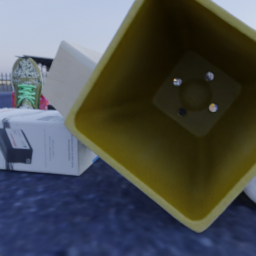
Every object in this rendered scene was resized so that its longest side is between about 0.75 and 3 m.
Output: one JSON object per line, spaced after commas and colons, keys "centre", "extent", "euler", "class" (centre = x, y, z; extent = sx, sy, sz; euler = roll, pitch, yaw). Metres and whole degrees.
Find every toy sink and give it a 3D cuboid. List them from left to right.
{"centre": [-0.289, -0.575, 4.982], "extent": [1.942, 1.088, 1.266], "euler": [5, 29, -49], "class": "toy sink"}

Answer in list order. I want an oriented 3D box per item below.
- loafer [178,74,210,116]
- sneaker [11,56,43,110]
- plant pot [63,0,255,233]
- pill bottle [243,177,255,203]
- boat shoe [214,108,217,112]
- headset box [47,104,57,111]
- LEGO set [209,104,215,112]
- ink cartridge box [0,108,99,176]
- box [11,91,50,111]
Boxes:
{"centre": [1.136, -0.489, 6.584], "extent": [0.788, 2.158, 0.766], "euler": [42, -11, -26], "class": "loafer"}
{"centre": [-2.660, -0.746, 7.450], "extent": [0.859, 2.235, 0.990], "euler": [-3, 15, -23], "class": "sneaker"}
{"centre": [0.761, -0.359, 3.560], "extent": [1.892, 1.879, 1.935], "euler": [37, 19, 7], "class": "plant pot"}
{"centre": [1.914, 0.391, 4.089], "extent": [0.996, 0.996, 1.771], "euler": [1, 9, 7], "class": "pill bottle"}
{"centre": [4.119, -0.713, 12.680], "extent": [0.528, 0.425, 1.138], "euler": [3, 13, 23], "class": "boat shoe"}
{"centre": [-1.730, -0.489, 8.455], "extent": [1.456, 0.546, 1.082], "euler": [-10, 12, -29], "class": "headset box"}
{"centre": [2.048, -1.089, 11.157], "extent": [2.682, 0.998, 1.234], "euler": [-5, -23, 35], "class": "LEGO set"}
{"centre": [-1.733, 0.183, 5.453], "extent": [2.219, 0.929, 1.610], "euler": [3, 11, 10], "class": "ink cartridge box"}
{"centre": [-3.706, -0.894, 11.167], "extent": [1.208, 1.261, 2.530], "euler": [-1, 9, -8], "class": "box"}
